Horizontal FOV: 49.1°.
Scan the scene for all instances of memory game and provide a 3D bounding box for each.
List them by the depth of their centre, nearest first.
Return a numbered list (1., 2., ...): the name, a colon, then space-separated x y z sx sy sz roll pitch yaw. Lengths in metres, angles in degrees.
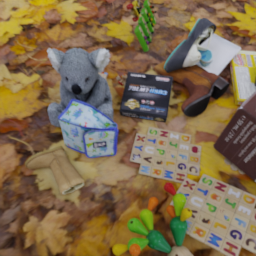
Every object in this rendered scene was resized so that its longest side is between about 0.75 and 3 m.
1. memory game: 3.783 0.958 9.340 1.304 0.083 1.304 0 53 0

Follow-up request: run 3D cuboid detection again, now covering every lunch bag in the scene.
1. lunch bag: -1.189 0.157 9.006 1.809 1.538 1.153 19 55 11

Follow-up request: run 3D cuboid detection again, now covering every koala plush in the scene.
1. koala plush: -1.633 -1.628 9.600 2.338 2.636 2.423 2 52 5

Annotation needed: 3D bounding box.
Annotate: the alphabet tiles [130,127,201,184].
1. alphabet tiles: 1.275 0.864 9.380 2.277 0.072 1.895 12 54 6

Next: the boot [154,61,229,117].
1. boot: 2.103 -1.823 10.849 2.600 0.946 2.762 -38 62 -25

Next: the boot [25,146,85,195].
1. boot: -2.311 1.406 8.746 1.386 0.523 1.582 -26 59 -18

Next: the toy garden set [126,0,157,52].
1. toy garden set: 0.768 -5.036 12.481 0.504 2.107 2.527 -6 50 27

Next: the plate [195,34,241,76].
1. plate: 3.593 -3.148 12.003 1.707 0.276 1.711 39 81 24

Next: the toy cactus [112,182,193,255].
1. toy cactus: 0.973 2.956 7.054 2.209 1.369 2.678 38 67 1

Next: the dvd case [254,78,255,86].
1. dvd case: 5.983 -2.090 11.037 1.789 0.294 2.381 26 52 5

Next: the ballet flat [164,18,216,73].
1. ballet flat: 2.570 -3.176 11.037 1.077 1.077 2.949 30 71 20

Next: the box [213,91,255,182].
1. box: 4.614 0.258 8.295 2.331 2.355 2.838 -38 67 -24

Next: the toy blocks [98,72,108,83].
1. toy blocks: -1.236 -2.114 11.418 0.968 0.484 0.662 10 44 4

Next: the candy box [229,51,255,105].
1. candy box: 4.999 -2.061 11.358 1.521 0.393 2.976 5 54 6

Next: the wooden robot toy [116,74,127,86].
1. wooden robot toy: -0.147 -1.943 11.263 0.405 0.417 0.919 -38 62 -25

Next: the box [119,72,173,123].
1. box: 0.690 -1.181 10.459 1.761 0.437 1.748 10 70 7

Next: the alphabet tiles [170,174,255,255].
1. alphabet tiles: 2.505 2.350 7.821 2.500 0.079 2.081 22 48 25

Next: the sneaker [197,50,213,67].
1. sneaker: 3.216 -2.763 11.406 0.514 0.843 1.292 -36 35 13
